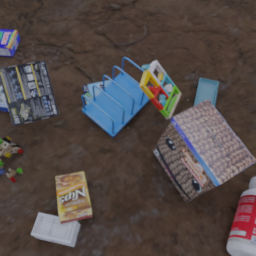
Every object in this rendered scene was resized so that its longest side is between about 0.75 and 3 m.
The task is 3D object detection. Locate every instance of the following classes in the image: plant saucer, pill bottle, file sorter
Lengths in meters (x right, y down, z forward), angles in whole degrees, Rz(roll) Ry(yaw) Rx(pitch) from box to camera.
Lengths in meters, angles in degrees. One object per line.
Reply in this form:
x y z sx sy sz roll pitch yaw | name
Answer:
3.366 -1.116 12.295 0.881 0.239 2.521 14 60 8 | plant saucer
4.289 3.004 9.129 1.492 1.492 2.658 22 62 13 | pill bottle
-0.393 -1.290 11.234 1.763 1.558 2.540 40 71 11 | file sorter

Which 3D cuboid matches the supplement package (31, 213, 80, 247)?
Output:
-2.389 3.394 9.332 1.347 0.738 0.766 11 60 6 | supplement package

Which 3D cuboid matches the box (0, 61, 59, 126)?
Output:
-3.655 -1.283 10.341 1.704 0.519 2.114 -18 102 -24 | box

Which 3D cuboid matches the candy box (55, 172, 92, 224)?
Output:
-1.897 2.341 9.635 1.048 0.502 1.815 -9 34 -12 | candy box

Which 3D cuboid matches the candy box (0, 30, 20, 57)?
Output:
-6.369 -4.238 13.905 1.565 0.603 1.323 5 58 1 | candy box

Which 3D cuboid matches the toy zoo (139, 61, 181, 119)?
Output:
1.138 -1.494 10.279 0.212 2.075 1.361 -10 43 46 | toy zoo

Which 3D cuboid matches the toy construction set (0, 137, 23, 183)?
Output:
-4.628 1.103 10.382 1.372 1.264 1.645 -29 64 -16 | toy construction set

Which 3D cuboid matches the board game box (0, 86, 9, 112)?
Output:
-4.727 -1.505 12.398 1.940 0.421 1.931 12 60 7 | board game box

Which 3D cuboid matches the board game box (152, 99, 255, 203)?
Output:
2.276 0.907 9.316 1.411 2.914 2.323 -26 71 -19 | board game box

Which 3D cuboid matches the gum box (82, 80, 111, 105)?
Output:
-1.055 -1.369 12.329 1.688 0.376 1.434 -13 63 -8 | gum box
